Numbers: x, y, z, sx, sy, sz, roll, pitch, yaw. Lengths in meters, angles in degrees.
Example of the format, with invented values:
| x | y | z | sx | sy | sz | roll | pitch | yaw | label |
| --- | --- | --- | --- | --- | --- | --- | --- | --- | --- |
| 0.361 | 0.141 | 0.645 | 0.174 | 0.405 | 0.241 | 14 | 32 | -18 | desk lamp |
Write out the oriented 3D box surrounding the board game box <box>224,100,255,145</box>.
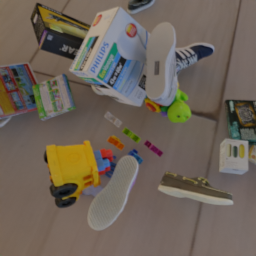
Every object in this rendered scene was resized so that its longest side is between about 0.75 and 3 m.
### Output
| x | y | z | sx | sy | sz | roll | pitch | yaw | label |
| --- | --- | --- | --- | --- | --- | --- | --- | --- | --- |
| 4.315 | -0.234 | 10.357 | 1.266 | 0.264 | 1.872 | 3 | 57 | 4 | board game box |

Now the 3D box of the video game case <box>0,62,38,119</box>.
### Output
| x | y | z | sx | sy | sz | roll | pitch | yaw | label |
| --- | --- | --- | --- | --- | --- | --- | --- | --- | --- |
| -4.582 | -1.315 | 10.134 | 2.773 | 0.242 | 1.983 | -20 | 79 | -36 | video game case |

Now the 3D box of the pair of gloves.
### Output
| x | y | z | sx | sy | sz | roll | pitch | yaw | label |
| --- | --- | --- | --- | --- | --- | --- | --- | --- | --- |
| -1.112 | 1.552 | 9.562 | 1.399 | 0.198 | 1.740 | 30 | 67 | 13 | pair of gloves |

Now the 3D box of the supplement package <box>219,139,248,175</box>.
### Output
| x | y | z | sx | sy | sz | roll | pitch | yaw | label |
| --- | --- | --- | --- | --- | --- | --- | --- | --- | --- |
| 3.545 | 0.978 | 9.429 | 0.753 | 0.748 | 0.993 | 6 | 71 | 7 | supplement package |

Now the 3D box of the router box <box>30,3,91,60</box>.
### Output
| x | y | z | sx | sy | sz | roll | pitch | yaw | label |
| --- | --- | --- | --- | --- | --- | --- | --- | --- | --- |
| -1.941 | -3.182 | 9.913 | 2.638 | 0.689 | 2.074 | 10 | 39 | -38 | router box |

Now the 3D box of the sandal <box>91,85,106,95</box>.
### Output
| x | y | z | sx | sy | sz | roll | pitch | yaw | label |
| --- | --- | --- | --- | --- | --- | --- | --- | --- | --- |
| -0.055 | -1.888 | 10.753 | 2.722 | 0.669 | 1.108 | -22 | 75 | -21 | sandal |

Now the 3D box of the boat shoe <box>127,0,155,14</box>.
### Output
| x | y | z | sx | sy | sz | roll | pitch | yaw | label |
| --- | --- | --- | --- | --- | --- | --- | --- | --- | --- |
| 0.672 | -6.016 | 13.276 | 1.694 | 0.601 | 0.611 | -41 | 70 | -19 | boat shoe |

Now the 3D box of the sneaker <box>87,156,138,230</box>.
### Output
| x | y | z | sx | sy | sz | roll | pitch | yaw | label |
| --- | --- | --- | --- | --- | --- | --- | --- | --- | --- |
| -0.312 | 1.893 | 7.816 | 0.772 | 1.214 | 2.129 | 30 | 71 | 13 | sneaker |

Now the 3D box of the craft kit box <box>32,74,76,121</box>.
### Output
| x | y | z | sx | sy | sz | roll | pitch | yaw | label |
| --- | --- | --- | --- | --- | --- | --- | --- | --- | --- |
| -2.735 | -1.127 | 10.295 | 1.348 | 0.331 | 1.365 | -19 | 76 | 4 | craft kit box |

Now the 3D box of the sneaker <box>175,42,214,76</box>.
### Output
| x | y | z | sx | sy | sz | roll | pitch | yaw | label |
| --- | --- | --- | --- | --- | --- | --- | --- | --- | --- |
| 2.294 | -2.659 | 11.191 | 2.257 | 0.791 | 1.224 | -4 | 57 | 16 | sneaker |

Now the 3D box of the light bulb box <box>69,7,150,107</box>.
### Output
| x | y | z | sx | sy | sz | roll | pitch | yaw | label |
| --- | --- | --- | --- | --- | --- | --- | --- | --- | --- |
| -0.291 | -2.207 | 9.068 | 1.398 | 2.241 | 2.221 | 18 | 81 | 54 | light bulb box |

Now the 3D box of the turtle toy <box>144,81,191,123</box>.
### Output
| x | y | z | sx | sy | sz | roll | pitch | yaw | label |
| --- | --- | --- | --- | --- | --- | --- | --- | --- | --- |
| 1.314 | -0.991 | 9.929 | 2.268 | 1.653 | 1.146 | 33 | 77 | 34 | turtle toy |

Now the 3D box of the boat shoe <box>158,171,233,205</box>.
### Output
| x | y | z | sx | sy | sz | roll | pitch | yaw | label |
| --- | --- | --- | --- | --- | --- | --- | --- | --- | --- |
| 1.995 | 1.791 | 8.415 | 2.324 | 0.831 | 0.695 | 3 | 65 | 39 | boat shoe |

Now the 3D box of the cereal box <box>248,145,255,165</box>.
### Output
| x | y | z | sx | sy | sz | roll | pitch | yaw | label |
| --- | --- | --- | --- | --- | --- | --- | --- | --- | --- |
| 4.672 | 1.048 | 9.823 | 0.882 | 0.174 | 0.635 | 32 | 66 | 15 | cereal box |

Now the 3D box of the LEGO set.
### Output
| x | y | z | sx | sy | sz | roll | pitch | yaw | label |
| --- | --- | --- | --- | --- | --- | --- | --- | --- | --- |
| -0.079 | 0.422 | 9.475 | 2.333 | 0.957 | 0.890 | 37 | 91 | -16 | LEGO set |

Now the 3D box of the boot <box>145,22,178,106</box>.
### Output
| x | y | z | sx | sy | sz | roll | pitch | yaw | label |
| --- | --- | --- | --- | --- | --- | --- | --- | --- | --- |
| 1.080 | -1.859 | 8.522 | 0.871 | 1.132 | 2.368 | 7 | 85 | 26 | boot |

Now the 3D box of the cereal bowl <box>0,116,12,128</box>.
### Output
| x | y | z | sx | sy | sz | roll | pitch | yaw | label |
| --- | --- | --- | --- | --- | --- | --- | --- | --- | --- |
| -5.531 | -0.917 | 9.854 | 1.120 | 2.688 | 2.688 | -31 | 57 | 34 | cereal bowl |

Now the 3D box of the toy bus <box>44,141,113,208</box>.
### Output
| x | y | z | sx | sy | sz | roll | pitch | yaw | label |
| --- | --- | --- | --- | --- | --- | --- | --- | --- | --- |
| -1.277 | 1.210 | 7.725 | 1.815 | 1.891 | 1.283 | -14 | 57 | -15 | toy bus |
